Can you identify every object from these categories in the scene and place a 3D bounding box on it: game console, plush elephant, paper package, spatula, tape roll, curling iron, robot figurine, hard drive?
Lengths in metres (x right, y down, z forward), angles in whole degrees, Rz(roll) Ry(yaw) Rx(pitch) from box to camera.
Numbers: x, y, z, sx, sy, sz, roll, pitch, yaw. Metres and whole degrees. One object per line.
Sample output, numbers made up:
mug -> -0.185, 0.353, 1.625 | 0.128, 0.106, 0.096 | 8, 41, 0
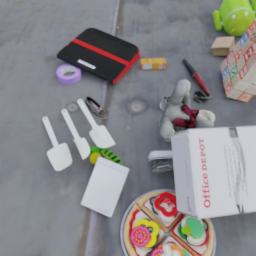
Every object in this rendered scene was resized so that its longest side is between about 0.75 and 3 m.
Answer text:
game console -> -1.122, -2.987, 11.359 | 2.748, 0.427, 2.430 | 26, 56, 14
plush elephant -> 1.836, -0.165, 8.504 | 1.611, 2.081, 1.714 | 21, 79, 2
paper package -> 3.952, -3.395, 11.669 | 0.781, 0.424, 0.820 | 9, 51, 34
spatula -> -1.771, 0.080, 8.795 | 1.885, 0.218, 2.711 | -28, 46, -9
tape roll -> -2.291, -2.090, 10.864 | 0.910, 0.299, 0.910 | 0, 51, 0
curling iron -> 2.510, -1.884, 10.685 | 0.621, 0.320, 2.505 | -7, 52, -5
robot figurine -> 4.852, -5.017, 12.523 | 1.960, 1.292, 2.234 | -12, 50, 19
hard drive -> -0.628, 1.583, 7.546 | 0.901, 0.182, 1.365 | 21, 91, 11

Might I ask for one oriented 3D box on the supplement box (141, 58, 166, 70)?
supplement box -> 0.998, -2.557, 11.208 | 0.978, 0.337, 0.326 | -1, 47, -2

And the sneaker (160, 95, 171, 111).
sneaker -> 1.607, -0.686, 9.488 | 1.255, 0.725, 0.471 | 34, 59, 24

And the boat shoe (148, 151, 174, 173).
boat shoe -> 1.600, 1.060, 8.243 | 1.990, 0.717, 0.706 | -3, 69, 2

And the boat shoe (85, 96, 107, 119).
boat shoe -> -1.145, -0.710, 9.770 | 0.365, 0.311, 1.091 | -36, 60, -24

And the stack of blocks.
stack of blocks -> 4.374, -2.500, 9.419 | 0.869, 2.968, 1.709 | 14, 51, -11

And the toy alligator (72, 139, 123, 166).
toy alligator -> -0.798, 0.803, 8.246 | 2.215, 0.657, 0.601 | 41, 91, 27

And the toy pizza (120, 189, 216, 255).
toy pizza -> 1.014, 2.636, 7.099 | 2.422, 0.384, 2.422 | 0, 52, 0

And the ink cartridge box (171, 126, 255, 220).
ink cartridge box -> 2.613, 1.038, 7.055 | 2.774, 1.161, 2.012 | -2, 82, -14
